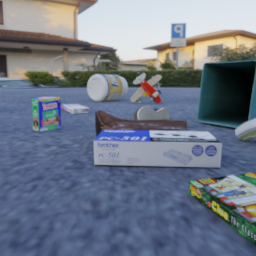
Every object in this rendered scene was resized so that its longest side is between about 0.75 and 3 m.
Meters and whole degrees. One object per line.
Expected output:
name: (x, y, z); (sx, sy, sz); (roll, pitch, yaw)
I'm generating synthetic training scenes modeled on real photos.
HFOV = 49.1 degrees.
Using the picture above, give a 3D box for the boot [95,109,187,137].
boot: (0.301, -0.056, 7.488); (2.255, 0.724, 2.102); (-6, 24, -14)

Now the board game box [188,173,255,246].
board game box: (1.714, 0.992, 3.088); (1.145, 0.256, 2.186); (-1, 10, -18)

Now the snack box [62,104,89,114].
snack box: (-2.650, -0.964, 13.897); (0.796, 0.269, 2.215); (-5, 11, -25)

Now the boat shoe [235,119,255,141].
boat shoe: (3.436, 0.019, 6.667); (0.726, 0.625, 2.015); (-2, -16, -29)

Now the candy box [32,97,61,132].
candy box: (-2.563, -0.446, 8.833); (0.397, 1.032, 0.872); (7, 12, 35)

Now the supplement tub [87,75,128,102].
supplement tub: (-1.423, -2.841, 19.854); (1.850, 1.850, 2.557); (8, 13, 38)

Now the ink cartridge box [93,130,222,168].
ink cartridge box: (0.547, 0.387, 5.624); (2.327, 0.514, 1.094); (1, 10, 3)

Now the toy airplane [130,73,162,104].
toy airplane: (1.170, -2.495, 18.011); (1.982, 1.973, 1.399); (2, -11, -1)

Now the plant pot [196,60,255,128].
plant pot: (4.339, -1.069, 9.935); (2.959, 2.092, 2.090); (2, 7, -33)

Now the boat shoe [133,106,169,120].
boat shoe: (0.644, -0.290, 9.030); (0.673, 0.789, 2.361); (-9, 0, 29)
